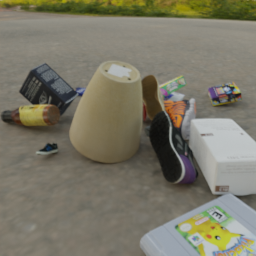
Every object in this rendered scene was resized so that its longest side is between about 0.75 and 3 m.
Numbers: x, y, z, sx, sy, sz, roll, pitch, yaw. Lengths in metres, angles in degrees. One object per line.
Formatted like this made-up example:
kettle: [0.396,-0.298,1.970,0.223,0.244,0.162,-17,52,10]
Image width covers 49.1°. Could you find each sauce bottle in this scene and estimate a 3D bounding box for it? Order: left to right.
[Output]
sauce bottle: [-3.857,-0.472,10.840,2.516,0.830,0.830,0,26,23]

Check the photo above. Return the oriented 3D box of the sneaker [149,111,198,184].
sneaker: [1.366,0.600,8.367,1.028,0.889,2.347,15,50,-37]

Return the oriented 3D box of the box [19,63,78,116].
box: [-3.215,-1.408,11.321,1.872,1.385,0.976,44,38,-5]

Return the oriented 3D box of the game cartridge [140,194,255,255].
game cartridge: [1.901,2.457,5.828,2.801,0.567,1.868,-16,35,-28]

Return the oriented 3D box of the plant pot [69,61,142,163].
plant pot: [-0.528,-0.676,8.885,2.447,2.613,2.447,9,39,-8]

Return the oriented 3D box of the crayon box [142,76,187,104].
crayon box: [1.500,-1.629,12.490,1.745,0.509,1.505,-30,9,-32]

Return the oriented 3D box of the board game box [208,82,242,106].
board game box: [4.580,-1.636,13.391,1.301,0.446,1.574,-10,24,13]

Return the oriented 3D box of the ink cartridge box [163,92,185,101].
ink cartridge box: [2.007,-1.278,13.146,0.811,0.320,1.630,20,33,25]

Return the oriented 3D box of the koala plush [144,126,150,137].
koala plush: [1.169,0.373,9.290,0.906,1.022,0.939,-16,5,-22]

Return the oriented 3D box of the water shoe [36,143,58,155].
water shoe: [-2.664,0.675,9.137,0.319,0.352,0.891,-2,2,26]

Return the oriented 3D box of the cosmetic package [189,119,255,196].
cosmetic package: [2.852,0.708,8.319,1.500,1.092,2.951,-2,21,-2]

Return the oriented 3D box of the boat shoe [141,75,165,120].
boat shoe: [1.007,-1.093,10.993,0.812,0.731,2.250,-22,56,16]

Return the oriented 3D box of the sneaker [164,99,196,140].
sneaker: [1.763,-0.319,10.853,1.509,1.045,2.693,-1,23,19]

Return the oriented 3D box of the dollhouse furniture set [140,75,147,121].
dollhouse furniture set: [0.127,-1.350,11.314,1.122,2.085,0.848,-2,11,8]

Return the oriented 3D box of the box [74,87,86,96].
box: [-2.447,-1.861,14.475,1.234,0.200,0.747,8,29,18]
